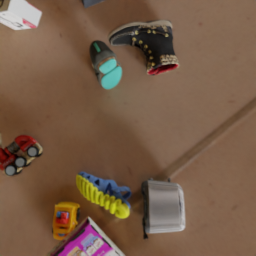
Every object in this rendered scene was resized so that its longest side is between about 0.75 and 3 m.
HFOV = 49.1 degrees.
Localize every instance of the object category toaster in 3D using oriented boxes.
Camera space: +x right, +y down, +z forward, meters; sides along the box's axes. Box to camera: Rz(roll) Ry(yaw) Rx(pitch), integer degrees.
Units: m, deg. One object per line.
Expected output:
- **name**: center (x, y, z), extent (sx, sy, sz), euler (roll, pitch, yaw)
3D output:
- **toaster**: center (1.092, 2.604, 9.020), extent (1.262, 1.110, 1.954), euler (0, 75, -2)

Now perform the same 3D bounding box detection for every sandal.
- **sandal**: center (-0.768, 2.096, 9.377), extent (2.177, 0.865, 0.948), euler (30, 47, 12)

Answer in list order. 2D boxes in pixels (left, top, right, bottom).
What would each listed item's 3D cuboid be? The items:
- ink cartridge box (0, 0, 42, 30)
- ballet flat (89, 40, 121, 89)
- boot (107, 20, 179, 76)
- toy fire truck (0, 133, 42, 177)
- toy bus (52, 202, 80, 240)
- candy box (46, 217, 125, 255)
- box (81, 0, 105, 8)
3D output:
- **ink cartridge box**: center (-4.104, -4.117, 10.089), extent (1.585, 1.151, 0.661), euler (11, 85, 40)
- **ballet flat**: center (-0.751, -2.106, 9.204), extent (0.943, 2.774, 0.949), euler (-32, 84, -5)
- **boot**: center (0.611, -2.912, 10.386), extent (2.491, 0.912, 1.876), euler (-11, 77, -9)
- **toy fire truck**: center (-3.947, 0.672, 9.628), extent (1.411, 1.031, 1.603), euler (-41, 91, -8)
- **toy bus**: center (-2.046, 3.015, 8.909), extent (0.821, 1.162, 1.210), euler (6, 79, 0)
- **candy box**: center (-1.001, 4.248, 8.469), extent (1.732, 0.775, 2.541), euler (-41, 98, -9)
- **box**: center (-1.485, -5.952, 10.994), extent (1.405, 0.990, 1.898), euler (-26, 78, -6)
